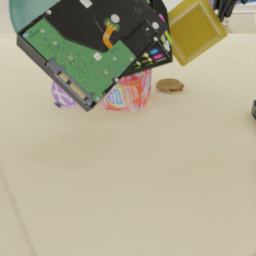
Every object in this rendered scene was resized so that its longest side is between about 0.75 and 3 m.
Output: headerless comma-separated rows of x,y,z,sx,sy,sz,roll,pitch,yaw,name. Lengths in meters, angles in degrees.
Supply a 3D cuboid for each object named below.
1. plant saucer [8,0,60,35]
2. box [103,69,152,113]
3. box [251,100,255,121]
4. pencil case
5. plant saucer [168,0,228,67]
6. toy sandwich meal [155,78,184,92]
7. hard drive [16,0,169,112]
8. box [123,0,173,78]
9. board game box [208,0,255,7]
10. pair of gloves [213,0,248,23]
-2.242,-3.542,8.487,2.858,2.858,0.514,6,17,13,plant saucer
0.053,-1.624,10.430,1.380,1.273,2.690,5,23,11,box
4.695,-0.252,8.109,1.680,0.544,2.131,5,24,9,box
-1.608,-1.683,10.705,1.250,1.228,2.925,33,33,11,pencil case
1.930,-2.930,8.537,1.738,1.739,0.421,-34,25,20,plant saucer
1.755,-1.771,11.977,1.223,0.419,1.223,-4,30,2,toy sandwich meal
-0.503,-1.593,4.833,2.288,1.598,0.433,-51,11,-25,hard drive
-0.077,-2.901,7.339,1.652,1.974,2.658,-13,-23,26,box
3.264,-4.697,9.324,2.003,0.592,2.634,5,12,-31,board game box
3.479,-3.714,7.559,2.171,1.934,0.268,6,48,1,pair of gloves
